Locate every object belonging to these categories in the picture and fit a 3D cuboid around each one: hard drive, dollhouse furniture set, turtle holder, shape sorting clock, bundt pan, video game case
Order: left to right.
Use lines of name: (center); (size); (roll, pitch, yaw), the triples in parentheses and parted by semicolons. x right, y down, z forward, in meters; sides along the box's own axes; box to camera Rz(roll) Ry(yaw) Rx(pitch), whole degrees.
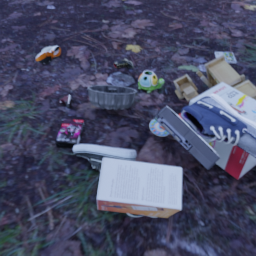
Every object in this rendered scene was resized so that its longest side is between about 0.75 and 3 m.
bundt pan: (-0.636, -1.172, 10.949); (1.927, 0.723, 1.927); (4, 17, -1)
turtle holder: (0.945, -2.030, 12.297); (0.821, 0.768, 1.081); (-27, 49, -27)
shape sorting clock: (1.156, -0.019, 10.133); (0.789, 0.155, 0.789); (9, 49, -11)
hard drive: (1.566, 0.182, 8.201); (1.893, 2.709, 0.513); (44, 95, 2)
dollhouse furniture set: (3.505, -1.130, 11.287); (2.418, 1.520, 2.734); (-27, 45, 7)
video game case: (5.026, -3.633, 14.497); (0.934, 0.113, 1.024); (3, 42, 3)

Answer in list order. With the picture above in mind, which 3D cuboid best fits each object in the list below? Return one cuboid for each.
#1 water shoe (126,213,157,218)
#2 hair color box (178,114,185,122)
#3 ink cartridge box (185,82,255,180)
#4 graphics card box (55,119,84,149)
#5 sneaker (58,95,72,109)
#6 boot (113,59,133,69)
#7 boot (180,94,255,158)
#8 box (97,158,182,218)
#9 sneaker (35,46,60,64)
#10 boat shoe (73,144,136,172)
water shoe: (0.423, 2.298, 7.937); (0.984, 0.388, 0.352); (2, 43, 2)
hair color box: (2.028, -0.340, 10.273); (0.269, 0.446, 0.878); (32, 63, 32)
ink cartridge box: (3.377, 0.012, 9.354); (1.804, 1.796, 2.483); (-29, 50, -27)
graphics card box: (-2.109, 0.204, 10.236); (0.785, 0.318, 1.251); (4, 44, 4)
sneaker: (-2.628, -1.027, 11.590); (0.524, 0.343, 0.906); (-8, 33, -2)
boot: (-0.220, -3.058, 13.726); (0.706, 0.337, 0.934); (-24, 42, -21)
boot: (2.628, 0.153, 7.495); (1.174, 0.946, 2.600); (-26, 52, -25)
box: (0.240, 1.585, 7.166); (1.956, 1.489, 1.040); (7, 65, -1)
sneaker: (-4.223, -3.734, 14.332); (0.761, 0.627, 1.655); (13, 37, 24)
boat shoe: (-0.862, 0.999, 8.956); (2.361, 0.837, 0.851); (4, -5, 33)
